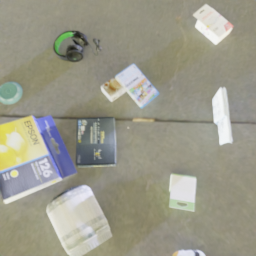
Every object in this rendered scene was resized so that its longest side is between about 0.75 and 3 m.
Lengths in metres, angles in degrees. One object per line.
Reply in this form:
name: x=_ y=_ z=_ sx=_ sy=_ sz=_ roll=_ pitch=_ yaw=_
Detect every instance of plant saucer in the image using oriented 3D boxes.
plant saucer: x=-5.074 y=-1.525 z=11.932 sx=1.068 sy=0.192 sz=1.068 roll=0 pitch=71 yaw=0

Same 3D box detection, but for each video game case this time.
video game case: x=0.380 y=-1.734 z=11.491 sx=1.657 sy=0.148 sz=1.186 roll=49 pitch=56 yaw=-1

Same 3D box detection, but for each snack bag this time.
snack bag: x=3.476 y=-0.342 z=10.473 sx=0.212 sy=1.869 sz=1.982 roll=-6 pitch=83 yaw=6

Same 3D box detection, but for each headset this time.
headset: x=-2.236 y=-3.615 z=12.146 sx=2.293 sy=1.077 sz=1.416 roll=13 pitch=73 yaw=16

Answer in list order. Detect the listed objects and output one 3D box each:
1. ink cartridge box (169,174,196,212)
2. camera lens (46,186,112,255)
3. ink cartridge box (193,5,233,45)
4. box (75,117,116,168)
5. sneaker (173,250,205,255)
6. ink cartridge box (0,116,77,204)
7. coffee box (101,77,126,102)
ink cartridge box: x=2.025 y=2.424 z=10.493 sx=0.940 sy=0.310 sz=1.291 roll=9 pitch=65 yaw=2
camera lens: x=-1.692 y=3.158 z=9.619 sx=1.654 sy=1.654 sz=2.067 roll=-29 pitch=75 yaw=-9
ink cartridge box: x=3.785 y=-4.734 z=12.784 sx=0.960 sy=0.556 sz=1.648 roll=-40 pitch=78 yaw=-12
box: x=-1.264 y=0.563 z=11.078 sx=1.543 sy=0.499 sz=1.956 roll=-1 pitch=72 yaw=-1
sneaker: x=2.342 y=5.501 z=9.183 sx=1.234 sy=1.065 sz=2.816 roll=-9 pitch=73 yaw=-3
ink cartridge box: x=-3.699 y=0.964 z=10.473 sx=2.782 sy=0.654 sz=2.749 roll=-22 pitch=74 yaw=-24
coffee box: x=-0.451 y=-1.760 z=11.815 sx=1.221 sy=0.487 sz=0.698 roll=-38 pitch=73 yaw=-13
